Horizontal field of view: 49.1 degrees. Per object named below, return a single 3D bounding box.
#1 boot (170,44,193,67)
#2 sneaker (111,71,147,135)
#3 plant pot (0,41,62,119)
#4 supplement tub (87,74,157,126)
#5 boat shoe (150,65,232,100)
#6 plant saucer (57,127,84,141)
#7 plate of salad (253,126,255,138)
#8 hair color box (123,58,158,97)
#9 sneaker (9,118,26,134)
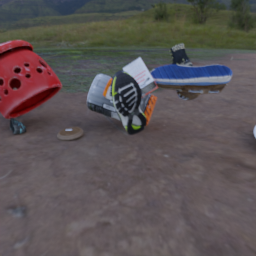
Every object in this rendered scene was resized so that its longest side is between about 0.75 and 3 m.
[{"bbox_3d":[2.220,-3.158,13.563,1.663,1.256,0.600,-24,-13,38],"label":"boot"},{"bbox_3d":[-0.133,-0.770,8.298,0.890,2.408,0.975,-31,54,-13],"label":"sneaker"},{"bbox_3d":[-4.495,-2.066,11.617,2.705,2.463,2.705,-30,3,2],"label":"plant pot"},{"bbox_3d":[-0.228,-1.082,11.411,2.574,1.577,1.577,19,23,4],"label":"supplement tub"},{"bbox_3d":[2.150,-1.528,9.904,2.957,1.070,1.068,-1,43,-5],"label":"boat shoe"},{"bbox_3d":[-2.220,0.200,10.729,1.021,0.150,1.021,-6,23,3],"label":"plant saucer"},{"bbox_3d":[5.746,0.414,9.633,2.676,0.643,2.676,-4,31,2],"label":"plate of salad"},{"bbox_3d":[0.391,-1.677,9.387,0.733,0.423,1.322,-31,49,10],"label":"hair color box"},{"bbox_3d":[-4.459,-0.048,11.266,0.476,0.453,1.201,0,25,-35],"label":"sneaker"}]
